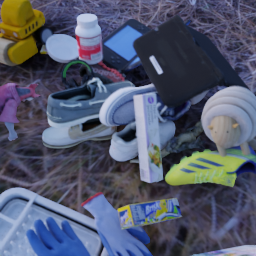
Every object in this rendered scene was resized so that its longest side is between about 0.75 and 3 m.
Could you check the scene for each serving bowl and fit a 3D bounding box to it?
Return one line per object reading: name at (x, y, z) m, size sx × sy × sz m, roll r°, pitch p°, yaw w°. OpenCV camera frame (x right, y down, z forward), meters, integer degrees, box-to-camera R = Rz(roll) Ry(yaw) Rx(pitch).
serving bowl at (-2.482, -2.959, 10.697) m, size 1.293 × 0.425 × 1.293 m, roll 9°, pitch 59°, yaw -15°

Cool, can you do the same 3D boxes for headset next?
headset at (-1.545, -1.350, 8.940) m, size 1.033 × 0.786 × 1.673 m, roll -13°, pitch 97°, yaw 2°

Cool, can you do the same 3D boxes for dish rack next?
dish rack at (-2.037, 2.859, 5.999) m, size 2.943 × 0.641 × 2.526 m, roll 19°, pitch 52°, yaw 13°

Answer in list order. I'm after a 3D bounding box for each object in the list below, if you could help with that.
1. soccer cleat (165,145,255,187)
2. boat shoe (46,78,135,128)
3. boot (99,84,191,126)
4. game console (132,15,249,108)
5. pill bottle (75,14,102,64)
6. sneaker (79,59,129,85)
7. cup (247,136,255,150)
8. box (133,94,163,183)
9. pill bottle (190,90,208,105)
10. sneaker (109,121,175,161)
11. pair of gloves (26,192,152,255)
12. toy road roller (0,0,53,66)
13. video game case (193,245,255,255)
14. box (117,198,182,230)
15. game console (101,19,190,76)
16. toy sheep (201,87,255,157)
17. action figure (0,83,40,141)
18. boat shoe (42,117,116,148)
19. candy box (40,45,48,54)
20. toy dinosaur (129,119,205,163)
soccer cleat at (2.253, 1.112, 7.338) m, size 2.565 × 0.829 × 1.073 m, roll -15°, pitch 61°, yaw -11°
boat shoe at (-0.938, -0.904, 8.040) m, size 2.916 × 0.901 × 1.062 m, roll -23°, pitch 42°, yaw -27°
boot at (0.594, -0.588, 7.983) m, size 1.273 × 1.025 × 2.818 m, roll 28°, pitch 38°, yaw 34°
game console at (1.902, -1.902, 8.724) m, size 2.556 × 1.692 × 2.907 m, roll -28°, pitch 58°, yaw 7°
pill bottle at (-1.265, -2.863, 9.061) m, size 0.803 × 1.430 × 0.803 m, roll 0°, pitch 44°, yaw 0°
sneaker at (-0.863, -1.665, 9.604) m, size 2.141 × 0.757 × 1.046 m, roll 39°, pitch 67°, yaw 23°
cup at (3.588, 0.288, 8.075) m, size 0.859 × 0.614 × 0.859 m, roll 4°, pitch 44°, yaw -4°
box at (0.526, 0.264, 7.275) m, size 0.440 × 2.272 × 0.471 m, roll -8°, pitch 5°, yaw -30°
pill bottle at (1.751, -1.730, 9.317) m, size 1.039 × 1.039 × 1.911 m, roll -37°, pitch 67°, yaw -26°
sneaker at (0.476, 0.194, 7.903) m, size 2.104 × 1.045 × 0.820 m, roll -23°, pitch 55°, yaw -18°
pair of gloves at (-0.688, 2.465, 5.646) m, size 2.202 × 0.312 × 2.739 m, roll 45°, pitch 33°, yaw 21°
toy road roller at (-4.188, -3.677, 10.419) m, size 1.515 × 1.800 × 2.466 m, roll 21°, pitch 55°, yaw 26°
video game case at (2.155, 2.338, 4.713) m, size 2.364 × 2.597 × 0.308 m, roll 2°, pitch 71°, yaw -25°
box at (0.514, 1.942, 6.388) m, size 1.435 × 0.503 × 0.461 m, roll 4°, pitch 63°, yaw -35°
game console at (0.430, -3.352, 10.281) m, size 2.406 × 1.668 × 2.819 m, roll 36°, pitch 58°, yaw 10°
toy sheep at (2.644, -0.263, 7.081) m, size 1.587 × 1.587 × 2.302 m, roll 21°, pitch 39°, yaw 16°
action figure at (-3.972, -0.786, 8.187) m, size 2.794 × 2.080 × 1.871 m, roll -26°, pitch 49°, yaw -3°
boat shoe at (-1.456, 0.003, 8.247) m, size 2.201 × 0.753 × 0.823 m, roll -11°, pitch 52°, yaw -9°
candy box at (-2.926, -3.143, 11.163) m, size 1.017 × 0.134 × 0.520 m, roll 4°, pitch 57°, yaw 3°
toy dinosaur at (1.364, 0.467, 7.733) m, size 2.609 × 1.150 × 0.619 m, roll -27°, pitch 95°, yaw -14°
